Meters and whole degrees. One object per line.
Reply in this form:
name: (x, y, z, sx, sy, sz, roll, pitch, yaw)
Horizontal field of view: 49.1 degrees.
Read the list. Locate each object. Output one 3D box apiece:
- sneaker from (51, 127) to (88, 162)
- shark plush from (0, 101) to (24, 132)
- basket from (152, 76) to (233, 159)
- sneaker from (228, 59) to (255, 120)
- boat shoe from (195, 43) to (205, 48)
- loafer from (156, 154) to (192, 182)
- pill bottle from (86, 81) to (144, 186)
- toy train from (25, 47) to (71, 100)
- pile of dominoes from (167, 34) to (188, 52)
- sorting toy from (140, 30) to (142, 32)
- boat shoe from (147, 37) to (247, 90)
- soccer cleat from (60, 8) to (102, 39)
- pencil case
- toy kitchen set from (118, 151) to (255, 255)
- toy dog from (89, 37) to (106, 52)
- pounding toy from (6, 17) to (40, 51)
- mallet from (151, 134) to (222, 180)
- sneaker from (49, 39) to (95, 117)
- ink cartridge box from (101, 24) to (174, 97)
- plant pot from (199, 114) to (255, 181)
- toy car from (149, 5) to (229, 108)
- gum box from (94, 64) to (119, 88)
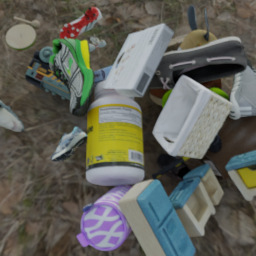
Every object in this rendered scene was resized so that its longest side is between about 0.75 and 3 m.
sneaker: (-1.432, 0.392, 6.593, 1.008, 0.391, 0.435, -39, 67, 1)
shark plush: (-3.971, -0.531, 8.543, 2.188, 0.911, 0.994, 31, 106, 41)
basket: (1.521, -0.212, 6.711, 1.041, 1.687, 1.144, 15, 21, -25)
sneaker: (3.478, -1.078, 7.451, 1.294, 0.841, 2.241, 2, 50, 29)
boat shoe: (1.700, -1.766, 7.290, 0.350, 1.030, 0.370, 35, 43, 2)
loafer: (1.611, 1.293, 8.101, 1.801, 0.567, 0.647, 39, 70, 18)
pill bottle: (-0.351, 0.125, 7.333, 1.451, 1.451, 2.580, -1, 69, -1)
toy train: (-2.247, -1.712, 9.405, 2.375, 1.012, 1.353, 26, 84, 4)
pile of dominoes: (1.577, -2.379, 10.219, 2.450, 0.390, 1.910, -18, 60, -1)
sorting toy: (0.874, -3.218, 10.445, 1.129, 0.203, 1.516, 5, 54, 13)
boat shoe: (1.436, -1.375, 6.762, 2.735, 0.914, 0.779, -16, 62, 17)
soccer cleat: (-1.366, -2.956, 8.149, 1.397, 0.595, 0.479, -33, 86, 16)
pencil case: (-0.324, 2.024, 6.566, 1.054, 2.466, 1.035, -41, 80, 7)
toy kitchen set: (1.755, 1.283, 5.778, 2.928, 2.346, 1.725, -34, 97, -50)
toy dog: (-1.140, -2.548, 8.570, 0.843, 0.406, 0.556, -41, 64, -13)
pounding toy: (-3.036, -2.625, 8.205, 0.843, 0.507, 1.092, 8, 69, 2)
mallet: (1.545, 0.810, 7.339, 2.015, 0.664, 0.415, -36, 57, 16)
sneaker: (-1.506, -1.329, 7.325, 1.077, 0.987, 2.529, -1, 55, -20)
ink cartridge box: (0.171, -1.550, 6.665, 0.368, 1.467, 1.691, 31, 81, -30)
plant pot: (3.070, 0.489, 7.903, 2.050, 1.916, 1.916, -38, 68, -10)
toy car: (1.765, -2.011, 8.091, 2.192, 2.778, 2.282, -3, 28, -8)
gum box: (-0.195, -1.706, 8.636, 1.793, 0.470, 2.110, -7, 14, 39)
